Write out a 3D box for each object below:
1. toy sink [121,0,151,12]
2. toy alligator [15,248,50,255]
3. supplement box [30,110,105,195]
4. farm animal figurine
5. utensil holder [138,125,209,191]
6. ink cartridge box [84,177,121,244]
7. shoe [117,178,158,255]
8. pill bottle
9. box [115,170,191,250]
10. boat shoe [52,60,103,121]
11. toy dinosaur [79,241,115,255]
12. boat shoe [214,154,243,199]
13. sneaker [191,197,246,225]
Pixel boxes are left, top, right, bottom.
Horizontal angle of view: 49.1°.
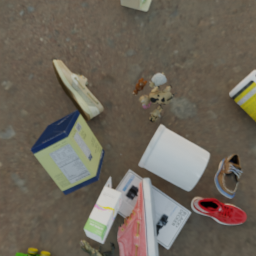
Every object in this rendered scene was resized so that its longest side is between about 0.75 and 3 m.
[{"bbox_3d":[0.395,-6.041,12.843,1.303,0.730,0.849,18,77,4],"label":"toy sink"},{"bbox_3d":[-3.075,4.965,10.224,2.340,0.635,0.694,14,77,3],"label":"toy alligator"},{"bbox_3d":[-1.995,0.819,9.901,1.365,2.034,2.032,-26,110,13],"label":"supplement box"},{"bbox_3d":[0.984,-1.039,10.731,1.811,1.791,0.944,56,46,-20],"label":"farm animal figurine"},{"bbox_3d":[1.611,1.086,9.901,1.975,1.678,1.678,30,78,8],"label":"utensil holder"},{"bbox_3d":[-0.676,2.571,8.812,0.604,1.051,1.795,20,59,11],"label":"ink cartridge box"},{"bbox_3d":[0.279,3.170,9.641,1.270,0.998,2.793,-7,72,12],"label":"shoe"},{"bbox_3d":[5.473,-0.962,11.257,1.436,1.436,2.513,-40,80,-9],"label":"pill bottle"},{"bbox_3d":[0.749,3.014,10.590,2.776,0.835,1.619,35,79,8],"label":"box"},{"bbox_3d":[-2.122,-1.694,11.684,0.951,1.056,2.926,-33,81,-17],"label":"boat shoe"},{"bbox_3d":[-0.783,4.936,10.294,1.044,0.562,2.370,-39,80,6],"label":"toy dinosaur"},{"bbox_3d":[3.701,1.629,10.201,0.778,0.779,2.153,29,33,1],"label":"boat shoe"},{"bbox_3d":[3.474,3.134,10.364,2.116,1.222,0.829,11,77,3],"label":"sneaker"}]
